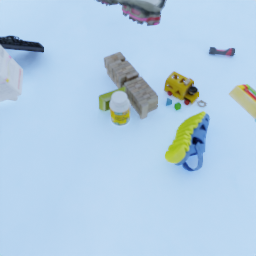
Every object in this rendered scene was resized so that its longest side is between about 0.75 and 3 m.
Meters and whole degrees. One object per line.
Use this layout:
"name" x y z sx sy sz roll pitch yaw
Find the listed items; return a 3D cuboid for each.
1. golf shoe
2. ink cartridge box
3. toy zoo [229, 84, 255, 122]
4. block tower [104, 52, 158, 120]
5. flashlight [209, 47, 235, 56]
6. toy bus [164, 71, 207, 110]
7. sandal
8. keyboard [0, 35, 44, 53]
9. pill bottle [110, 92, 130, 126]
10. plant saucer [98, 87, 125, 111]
"golf shoe" -0.126 -2.729 5.247 2.066 0.951 0.750 34 40 22
"ink cartridge box" -3.712 -1.472 7.715 1.016 1.623 1.043 -16 56 11
"toy zoo" 1.966 -0.225 4.012 1.049 0.164 1.599 46 26 14
"block tower" 0.076 -1.272 8.090 0.633 0.591 2.188 -25 60 -15
"flashlight" 3.069 -2.519 9.152 0.804 0.273 0.272 10 30 8
"toy bus" 1.609 -1.138 7.994 1.164 0.601 1.098 -7 56 -4
"sandal" 1.612 0.349 6.997 0.849 0.775 1.951 45 54 -11
"keyboard" -4.085 -2.667 8.489 2.801 0.288 1.780 -3 24 -34
"pill bottle" -0.214 -0.505 7.352 0.528 0.936 0.528 0 56 0
"plant saucer" -0.411 -0.739 7.644 0.768 0.767 0.184 -21 69 -14
